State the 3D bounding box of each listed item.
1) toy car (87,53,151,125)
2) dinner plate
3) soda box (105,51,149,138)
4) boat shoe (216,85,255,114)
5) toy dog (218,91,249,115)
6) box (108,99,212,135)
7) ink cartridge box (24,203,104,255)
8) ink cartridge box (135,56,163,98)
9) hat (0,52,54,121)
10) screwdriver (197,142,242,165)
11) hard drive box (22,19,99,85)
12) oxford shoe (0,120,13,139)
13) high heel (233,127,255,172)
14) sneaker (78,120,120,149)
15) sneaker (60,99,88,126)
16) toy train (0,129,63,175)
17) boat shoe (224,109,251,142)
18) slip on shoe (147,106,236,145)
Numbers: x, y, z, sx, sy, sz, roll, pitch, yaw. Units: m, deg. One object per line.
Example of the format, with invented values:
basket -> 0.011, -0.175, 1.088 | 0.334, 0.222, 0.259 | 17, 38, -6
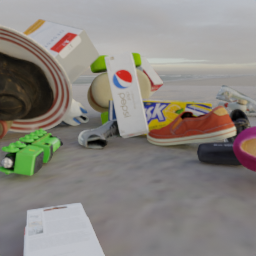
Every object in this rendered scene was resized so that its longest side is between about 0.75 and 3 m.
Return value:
toy car -> -0.542, -1.075, 9.003 | 1.858, 1.935, 2.355 | -11, 0, -24
dinner plate -> -2.655, -0.977, 6.133 | 2.928, 2.928, 0.355 | 1, 45, 4
soda box -> -0.022, -0.654, 5.671 | 0.559, 1.641, 0.523 | -12, -8, 5
boat shoe -> 4.180, -0.908, 10.296 | 1.896, 0.608, 0.699 | 35, 16, 21
toy dog -> 3.752, -0.742, 9.801 | 0.566, 0.775, 1.175 | 15, 25, -28
box -> 0.731, -0.259, 6.746 | 2.365, 0.829, 0.760 | 3, 7, 8
ink cartridge box -> -0.533, 0.910, 2.190 | 0.519, 0.240, 0.953 | -3, 10, -19
ink cartridge box -> 0.201, -1.474, 9.785 | 1.669, 1.217, 0.691 | -42, -13, 35
hat -> -2.654, -0.640, 5.960 | 1.994, 1.994, 0.804 | 1, 46, 3
screwdriver -> 2.463, 0.420, 4.386 | 2.684, 0.374, 0.390 | 1, 3, 9
hard drive box -> -2.210, -1.893, 7.504 | 2.310, 0.887, 1.800 | 28, 70, 39
oxford shoe -> -3.750, -0.134, 6.396 | 2.173, 0.765, 0.812 | 9, 17, -2
high heel -> 2.439, 0.288, 3.130 | 2.339, 0.788, 1.122 | 8, 0, 30
sneaker -> -0.445, 0.183, 5.738 | 1.071, 0.402, 0.619 | -22, 25, -18
sneaker -> -1.967, -0.415, 8.479 | 1.541, 0.848, 2.105 | 27, -16, -4
toy train -> -1.510, 0.352, 4.648 | 0.564, 0.417, 2.001 | 9, 7, -4
boat shoe -> 2.203, 0.035, 5.512 | 0.531, 0.503, 1.518 | 7, 26, 17
slip on shoe -> 1.143, -0.018, 5.574 | 0.751, 0.620, 2.026 | -15, 2, -38
